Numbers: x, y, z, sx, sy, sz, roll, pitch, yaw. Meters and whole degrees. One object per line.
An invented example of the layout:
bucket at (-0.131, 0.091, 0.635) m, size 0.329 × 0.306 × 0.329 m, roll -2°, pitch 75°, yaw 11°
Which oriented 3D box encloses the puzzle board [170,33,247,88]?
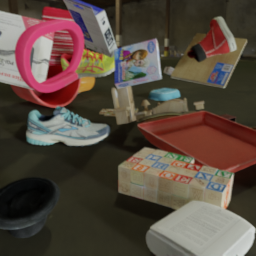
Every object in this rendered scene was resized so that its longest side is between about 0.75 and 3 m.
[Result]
puzzle board at (3.325, -2.814, 11.488) m, size 2.187 × 0.252 × 2.902 m, roll 18°, pitch 60°, yaw 26°

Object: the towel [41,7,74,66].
towel at (-2.642, -3.517, 11.051) m, size 1.616 × 2.234 × 0.251 m, roll -5°, pitch 40°, yaw -28°

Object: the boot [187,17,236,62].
boot at (3.144, -3.555, 11.300) m, size 1.742 × 0.874 × 2.415 m, roll -18°, pitch 38°, yaw 17°

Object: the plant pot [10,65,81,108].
plant pot at (-4.112, -2.359, 13.196) m, size 2.546 × 2.878 × 2.878 m, roll 2°, pitch 14°, yaw 44°

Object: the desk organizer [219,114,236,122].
desk organizer at (3.271, -0.195, 9.797) m, size 1.044 × 0.374 × 0.402 m, roll -12°, pitch 23°, yaw -34°

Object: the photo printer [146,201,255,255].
photo printer at (1.084, 1.544, 4.020) m, size 1.320 × 0.458 × 1.098 m, roll -15°, pitch 22°, yaw -42°

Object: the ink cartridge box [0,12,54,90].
ink cartridge box at (-3.374, -2.387, 8.913) m, size 1.548 × 2.125 × 0.901 m, roll 14°, pitch 10°, yaw 5°

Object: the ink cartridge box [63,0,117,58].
ink cartridge box at (-1.145, -3.262, 8.930) m, size 1.183 × 0.466 × 2.378 m, roll 29°, pitch -12°, yaw 19°

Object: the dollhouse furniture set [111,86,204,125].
dollhouse furniture set at (1.121, -1.090, 9.640) m, size 2.885 × 1.409 × 2.461 m, roll -9°, pitch 4°, yaw 13°

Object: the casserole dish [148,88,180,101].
casserole dish at (1.945, -1.826, 15.038) m, size 1.216 × 0.389 × 2.008 m, roll 15°, pitch 23°, yaw 40°

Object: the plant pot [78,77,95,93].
plant pot at (-2.966, -2.755, 15.374) m, size 2.086 × 2.086 × 1.910 m, roll 17°, pitch 17°, yaw 43°

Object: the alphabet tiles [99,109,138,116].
alphabet tiles at (-0.396, -0.672, 11.850) m, size 1.546 × 0.058 × 1.293 m, roll 2°, pitch 18°, yaw 6°

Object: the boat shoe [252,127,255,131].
boat shoe at (4.241, 0.227, 8.537) m, size 0.339 × 0.361 × 0.979 m, roll -2°, pitch 20°, yaw -34°

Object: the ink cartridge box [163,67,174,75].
ink cartridge box at (1.886, -2.443, 12.147) m, size 0.435 × 0.250 × 0.750 m, roll 19°, pitch 5°, yaw -17°

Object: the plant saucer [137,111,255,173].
plant saucer at (2.109, 0.372, 7.355) m, size 2.796 × 0.514 × 2.801 m, roll -12°, pitch 28°, yaw -34°

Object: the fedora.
fedora at (-1.646, 1.328, 4.527) m, size 1.214 × 0.554 × 1.214 m, roll 0°, pitch 23°, yaw 0°

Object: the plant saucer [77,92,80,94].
plant saucer at (-3.143, -2.124, 16.208) m, size 0.920 × 0.168 × 0.920 m, roll 3°, pitch 24°, yaw -1°

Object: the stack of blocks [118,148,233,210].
stack of blocks at (0.946, 1.014, 5.501) m, size 2.010 × 0.589 × 1.157 m, roll 10°, pitch 20°, yaw 29°

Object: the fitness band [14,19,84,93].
fitness band at (-1.683, -1.640, 6.343) m, size 0.381 × 1.463 × 2.036 m, roll 14°, pitch 34°, yaw 25°

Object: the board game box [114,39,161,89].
board game box at (0.281, -2.070, 9.022) m, size 1.463 × 1.466 × 0.302 m, roll -11°, pitch -29°, yaw 15°

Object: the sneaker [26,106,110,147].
sneaker at (-1.766, -0.069, 8.186) m, size 2.472 × 1.067 × 0.960 m, roll -1°, pitch 17°, yaw -4°

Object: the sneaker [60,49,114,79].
sneaker at (-1.530, -2.648, 11.105) m, size 2.516 × 1.136 × 0.983 m, roll -10°, pitch 46°, yaw 7°

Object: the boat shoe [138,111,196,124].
boat shoe at (1.335, -0.098, 8.684) m, size 2.092 × 0.711 × 0.753 m, roll -5°, pitch -7°, yaw -23°
